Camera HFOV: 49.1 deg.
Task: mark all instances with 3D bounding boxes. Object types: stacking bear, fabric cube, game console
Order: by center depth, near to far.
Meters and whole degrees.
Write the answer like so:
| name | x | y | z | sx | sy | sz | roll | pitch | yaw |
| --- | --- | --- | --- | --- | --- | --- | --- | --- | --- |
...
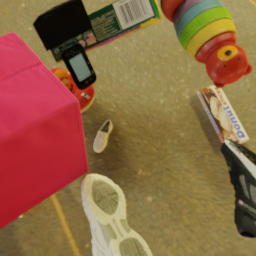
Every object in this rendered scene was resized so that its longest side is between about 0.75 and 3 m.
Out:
| name | x | y | z | sx | sy | sz | roll | pitch | yaw |
| --- | --- | --- | --- | --- | --- | --- | --- | --- | --- |
| fabric cube | -2.713 | 0.131 | 5.842 | 2.659 | 2.617 | 2.667 | -32 | 61 | -23 |
| game console | -1.176 | -1.730 | 6.174 | 1.125 | 1.907 | 0.230 | -30 | 40 | -8 |
| stacking bear | 2.149 | -2.365 | 7.335 | 1.650 | 1.546 | 2.718 | -24 | 72 | 2 |

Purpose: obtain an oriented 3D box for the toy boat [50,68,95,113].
| name | x | y | z | sx | sy | sz | roll | pitch | yaw |
| --- | --- | --- | --- | --- | --- | --- | --- | --- | --- |
| toy boat | -2.049 | -1.355 | 9.019 | 2.010 | 1.314 | 1.312 | 29 | 67 | 14 |

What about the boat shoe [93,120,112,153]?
| name | x | y | z | sx | sy | sz | roll | pitch | yaw |
| --- | --- | --- | --- | --- | --- | --- | --- | --- | --- |
| boat shoe | -0.810 | 0.226 | 8.756 | 0.393 | 0.385 | 1.110 | 16 | 65 | 8 |

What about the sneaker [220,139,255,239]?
| name | x | y | z | sx | sy | sz | roll | pitch | yaw |
| --- | --- | --- | --- | --- | --- | --- | --- | --- | --- |
| sneaker | 2.277 | 1.298 | 5.198 | 1.085 | 1.254 | 2.864 | 28 | 19 | -22 |

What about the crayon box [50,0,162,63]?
| name | x | y | z | sx | sy | sz | roll | pitch | yaw |
| --- | --- | --- | --- | --- | --- | --- | --- | --- | --- |
| crayon box | -0.506 | -2.677 | 7.414 | 2.665 | 2.299 | 0.777 | -19 | 107 | 16 |

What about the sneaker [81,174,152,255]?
| name | x | y | z | sx | sy | sz | roll | pitch | yaw |
| --- | --- | --- | --- | --- | --- | --- | --- | --- | --- |
| sneaker | -0.515 | 2.173 | 5.939 | 0.965 | 1.231 | 2.477 | 0 | 48 | -37 |

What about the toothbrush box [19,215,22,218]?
| name | x | y | z | sx | sy | sz | roll | pitch | yaw |
| --- | --- | --- | --- | --- | --- | --- | --- | --- | --- |
| toothbrush box | -3.214 | 1.950 | 7.885 | 0.702 | 0.415 | 0.964 | 11 | 66 | 6 |

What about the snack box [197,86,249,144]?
| name | x | y | z | sx | sy | sz | roll | pitch | yaw |
| --- | --- | --- | --- | --- | --- | --- | --- | --- | --- |
| snack box | 3.051 | -0.424 | 9.143 | 0.782 | 0.264 | 2.175 | -16 | 65 | -8 |
